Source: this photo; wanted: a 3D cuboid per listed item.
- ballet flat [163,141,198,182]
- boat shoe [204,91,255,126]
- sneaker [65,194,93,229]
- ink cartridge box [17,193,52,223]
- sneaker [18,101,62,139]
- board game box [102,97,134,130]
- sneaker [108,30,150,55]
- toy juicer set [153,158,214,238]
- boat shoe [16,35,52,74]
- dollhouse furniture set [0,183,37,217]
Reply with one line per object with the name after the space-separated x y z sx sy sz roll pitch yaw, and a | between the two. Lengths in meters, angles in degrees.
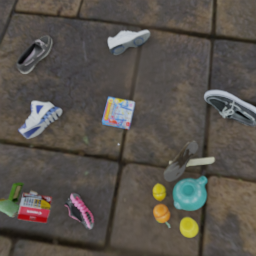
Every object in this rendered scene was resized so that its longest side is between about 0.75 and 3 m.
1.944 1.225 10.427 0.605 0.416 1.796 35 93 -8 | ballet flat
4.150 -0.738 11.407 2.305 0.851 0.787 28 58 0 | boat shoe
-1.819 3.130 10.217 0.676 0.560 1.418 -40 72 9 | sneaker
-2.967 2.548 8.931 0.926 0.388 0.813 13 26 -17 | ink cartridge box
-3.735 -0.463 11.424 1.839 0.743 1.062 -40 71 -21 | sneaker
-0.396 -0.615 11.630 1.129 0.322 1.153 11 70 4 | board game box
0.008 -4.080 12.724 2.025 0.754 0.882 -20 66 -8 | sneaker
1.942 2.330 10.404 1.894 0.810 2.977 11 63 25 | toy juicer set
-4.154 -3.390 12.496 0.737 0.628 2.203 28 72 10 | boat shoe
-3.823 2.423 9.592 0.904 1.380 0.693 20 90 12 | dollhouse furniture set
